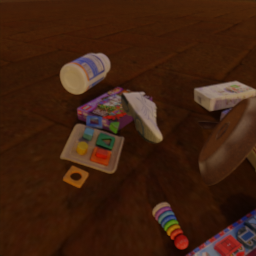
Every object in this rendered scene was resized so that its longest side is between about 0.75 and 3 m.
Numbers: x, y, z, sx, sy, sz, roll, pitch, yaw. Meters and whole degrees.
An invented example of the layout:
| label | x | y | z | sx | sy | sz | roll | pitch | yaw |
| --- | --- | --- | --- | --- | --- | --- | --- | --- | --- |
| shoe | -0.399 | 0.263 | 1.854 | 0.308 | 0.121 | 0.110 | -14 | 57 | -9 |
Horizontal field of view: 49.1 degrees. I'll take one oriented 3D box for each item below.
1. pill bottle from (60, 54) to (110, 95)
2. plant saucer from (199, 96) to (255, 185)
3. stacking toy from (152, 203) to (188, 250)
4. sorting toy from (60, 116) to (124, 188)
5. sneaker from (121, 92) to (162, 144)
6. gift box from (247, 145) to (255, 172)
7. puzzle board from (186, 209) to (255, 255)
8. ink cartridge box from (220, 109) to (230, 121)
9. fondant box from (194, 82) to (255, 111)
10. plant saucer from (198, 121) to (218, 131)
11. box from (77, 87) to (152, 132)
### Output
| label | x | y | z | sx | sy | sz | roll | pitch | yaw |
| --- | --- | --- | --- | --- | --- | --- | --- | --- | --- |
| pill bottle | -1.804 | -2.533 | 12.536 | 1.356 | 1.356 | 2.420 | 13 | 33 | 21 |
| plant saucer | 2.463 | 0.181 | 6.804 | 0.480 | 2.622 | 2.622 | 35 | 37 | 3 |
| stacking toy | 0.899 | 2.059 | 5.799 | 0.427 | 0.427 | 1.000 | -12 | 40 | -20 |
| sorting toy | -0.958 | 0.492 | 7.898 | 1.545 | 0.374 | 2.744 | 15 | 42 | -1 |
| sneaker | 0.571 | -0.452 | 9.065 | 0.952 | 0.815 | 2.186 | -18 | 58 | -19 |
| gift box | 3.966 | 0.397 | 7.476 | 1.422 | 1.541 | 1.439 | -7 | 32 | -1 |
| puzzle board | 2.352 | 2.670 | 4.835 | 2.991 | 0.260 | 2.254 | -19 | 35 | -28 |
| ink cartridge box | 3.794 | -0.402 | 9.910 | 0.866 | 0.364 | 0.632 | -20 | 36 | -30 |
| fondant box | 3.719 | -1.256 | 10.892 | 1.879 | 0.547 | 1.356 | -12 | 25 | -8 |
| plant saucer | 2.860 | -0.019 | 8.967 | 1.262 | 0.231 | 1.262 | 8 | -2 | 0 |
| box | -0.438 | -0.750 | 10.373 | 1.667 | 0.476 | 2.436 | 19 | 36 | 29 |
